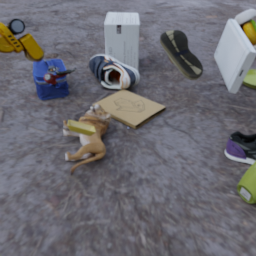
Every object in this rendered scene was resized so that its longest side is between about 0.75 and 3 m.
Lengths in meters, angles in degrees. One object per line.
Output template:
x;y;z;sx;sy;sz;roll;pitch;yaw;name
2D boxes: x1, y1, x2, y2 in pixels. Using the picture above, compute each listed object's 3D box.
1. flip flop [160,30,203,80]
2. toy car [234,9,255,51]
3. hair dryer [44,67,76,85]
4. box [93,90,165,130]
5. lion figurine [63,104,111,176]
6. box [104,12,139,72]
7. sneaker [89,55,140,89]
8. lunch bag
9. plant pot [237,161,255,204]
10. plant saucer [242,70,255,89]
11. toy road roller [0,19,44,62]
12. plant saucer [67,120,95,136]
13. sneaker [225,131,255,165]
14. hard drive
1.701;-2.373;9.212;0.927;0.658;2.286;-19;62;-11;flip flop
6.698;-5.303;16.133;2.067;2.413;2.757;-23;10;39;toy car
-1.835;-1.328;7.354;0.737;0.263;0.968;-6;-7;-39;hair dryer
0.036;-0.803;11.023;2.251;0.239;1.840;26;42;34;box
-1.206;0.365;8.921;1.627;0.963;2.657;-1;48;-15;lion figurine
-0.284;-4.269;14.067;1.617;2.461;2.474;0;35;0;box
-0.953;-2.571;12.717;2.941;1.153;1.168;25;36;33;sneaker
-3.355;-2.181;12.044;1.365;1.330;2.010;-13;36;-17;lunch bag
3.448;1.414;7.218;1.190;1.113;1.113;-28;42;-17;plant pot
6.072;-2.212;13.013;1.914;0.297;1.914;0;34;0;plant saucer
-3.093;-2.269;7.741;0.986;1.350;0.830;-43;30;-13;toy road roller
-1.300;0.021;7.683;0.762;0.185;0.762;16;8;-13;plant saucer
4.025;0.655;8.301;2.094;0.917;0.793;10;36;14;sneaker
3.631;-2.535;9.747;0.315;1.559;2.363;7;44;-5;hard drive
